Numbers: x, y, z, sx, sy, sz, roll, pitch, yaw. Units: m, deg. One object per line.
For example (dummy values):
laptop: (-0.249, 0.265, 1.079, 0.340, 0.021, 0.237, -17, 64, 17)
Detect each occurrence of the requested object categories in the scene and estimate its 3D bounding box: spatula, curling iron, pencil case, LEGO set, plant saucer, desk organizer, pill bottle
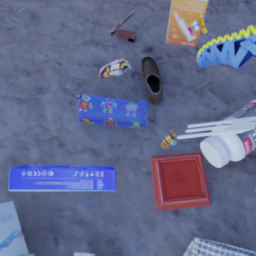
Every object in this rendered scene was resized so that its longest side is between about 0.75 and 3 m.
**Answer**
spatula: (2.508, -0.024, 7.897, 2.116, 1.471, 0.170, -7, 105, 32)
curling iron: (-0.174, -2.801, 7.491, 0.121, 0.235, 0.947, 44, 90, -8)
pencil case: (-0.593, -0.649, 10.932, 2.826, 1.103, 1.227, 6, 57, 2)
LEGO set: (1.948, -2.750, 7.758, 0.371, 0.973, 0.399, -27, 99, 7)
plant saucer: (1.941, 1.916, 10.356, 2.028, 0.372, 2.024, -5, 70, -3)
desk organizer: (-0.103, -4.145, 12.665, 0.891, 0.320, 0.343, 13, 72, 5)
pill bottle: (4.087, 0.264, 10.359, 2.750, 1.522, 1.522, -32, 73, -11)

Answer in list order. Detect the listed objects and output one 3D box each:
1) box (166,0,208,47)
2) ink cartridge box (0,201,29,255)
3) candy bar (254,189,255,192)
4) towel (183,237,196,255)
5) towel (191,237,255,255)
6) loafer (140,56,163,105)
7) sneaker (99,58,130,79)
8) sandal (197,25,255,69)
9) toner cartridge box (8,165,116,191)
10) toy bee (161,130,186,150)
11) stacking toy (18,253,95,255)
box: (2.149, -4.137, 10.397, 1.221, 1.962, 0.956, 8, 57, 6)
ink cartridge box: (-4.033, 3.868, 8.703, 1.076, 1.894, 2.599, -5, 63, -46)
candy bar: (5.450, 2.035, 10.405, 1.637, 0.181, 0.408, -30, 76, -11)
towel: (2.456, 4.591, 9.415, 1.303, 0.234, 1.353, 35, 72, 12)
towel: (3.275, 4.899, 8.644, 2.816, 1.205, 2.332, 15, 74, 1)
loafer: (1.041, -2.118, 11.636, 0.820, 0.797, 2.246, -13, 70, -5)
sneaker: (-0.499, -2.173, 10.600, 1.238, 0.464, 0.558, -34, 61, -12)
sandal: (3.659, -2.581, 9.629, 2.771, 1.101, 1.207, -14, 78, 42)
toner cartridge box: (-1.812, 1.447, 8.158, 2.845, 1.351, 0.614, 2, 85, -7)
toy bee: (1.447, 0.341, 9.464, 0.876, 0.574, 0.476, -36, 112, -27)
stacking toy: (-2.184, 4.856, 8.220, 0.665, 2.829, 2.133, -15, 63, 39)
